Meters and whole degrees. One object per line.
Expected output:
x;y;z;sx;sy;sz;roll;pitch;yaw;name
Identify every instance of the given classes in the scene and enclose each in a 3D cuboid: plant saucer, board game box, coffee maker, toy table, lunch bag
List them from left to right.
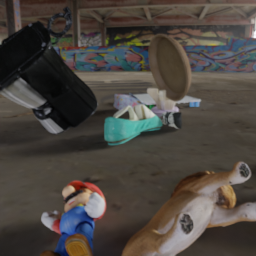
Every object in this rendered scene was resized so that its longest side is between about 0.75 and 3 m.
-2.070;-1.325;8.002;2.730;1.914;2.842;-19;-30;14;coffee maker
0.048;-1.197;13.145;1.238;0.787;1.050;2;15;-18;lunch bag
1.785;-1.448;14.868;2.960;0.383;2.959;-6;16;-19;board game box
1.656;-1.176;12.429;1.687;1.074;1.835;3;14;9;toy table
1.682;-2.434;11.337;0.412;2.800;2.800;-23;21;-16;plant saucer

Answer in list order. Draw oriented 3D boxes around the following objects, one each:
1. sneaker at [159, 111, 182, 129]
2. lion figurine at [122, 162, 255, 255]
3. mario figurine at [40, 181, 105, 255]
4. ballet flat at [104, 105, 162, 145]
1.511;-0.288;10.013;0.728;0.610;1.646;0;5;0;sneaker
0.606;1.207;3.353;2.574;0.933;1.576;-19;-11;-36;lion figurine
-0.786;1.167;3.802;0.973;0.835;1.576;0;16;-1;mario figurine
0.263;-0.236;8.864;0.943;0.986;2.801;1;12;36;ballet flat
